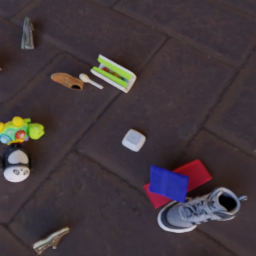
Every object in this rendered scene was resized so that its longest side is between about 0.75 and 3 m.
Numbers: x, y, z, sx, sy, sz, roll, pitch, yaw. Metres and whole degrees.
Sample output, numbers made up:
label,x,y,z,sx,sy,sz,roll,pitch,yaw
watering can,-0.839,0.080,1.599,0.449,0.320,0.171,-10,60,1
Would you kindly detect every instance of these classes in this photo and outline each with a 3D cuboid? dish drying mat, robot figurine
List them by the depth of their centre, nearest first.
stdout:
label,x,y,z,sx,sy,sz,roll,pitch,yaw
dish drying mat,1.817,2.030,10.306,2.407,0.219,0.924,-25,64,-11
robot figurine,-4.129,1.265,10.307,1.068,0.887,1.421,-14,63,-5

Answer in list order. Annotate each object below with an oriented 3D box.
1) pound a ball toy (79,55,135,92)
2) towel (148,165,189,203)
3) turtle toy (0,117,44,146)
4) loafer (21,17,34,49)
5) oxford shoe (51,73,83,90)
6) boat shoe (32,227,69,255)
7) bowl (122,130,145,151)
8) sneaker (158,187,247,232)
label,x,y,z,sx,sy,sz,roll,pitch,yaw
pound a ball toy,-0.892,-2.186,12.250,2.061,0.876,1.344,31,92,15
towel,1.393,1.909,9.640,1.387,1.024,0.344,15,20,30
turtle toy,-4.191,0.155,10.786,1.793,1.307,0.906,-17,83,-9
loafer,-4.797,-4.548,13.563,0.565,0.645,1.796,6,68,-19
oxford shoe,-2.564,-1.941,11.832,1.375,0.490,0.490,13,45,-20
boat shoe,-2.495,3.769,9.314,1.255,0.463,0.464,-27,78,-6
bowl,0.230,0.451,11.079,0.770,0.288,0.771,29,65,13
sneaker,2.416,2.618,9.185,2.878,1.638,1.086,-11,63,-6
